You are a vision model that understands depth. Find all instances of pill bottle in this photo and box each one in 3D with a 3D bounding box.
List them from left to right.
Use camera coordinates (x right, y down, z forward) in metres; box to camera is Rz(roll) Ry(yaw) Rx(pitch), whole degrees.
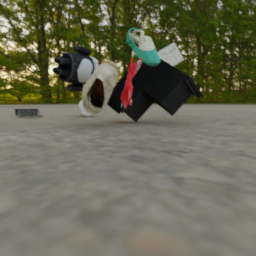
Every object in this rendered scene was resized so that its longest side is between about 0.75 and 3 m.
[{"bbox_3d":[-2.104,-1.055,14.390,0.910,0.910,1.592,-1,6,-10],"label":"pill bottle"}]

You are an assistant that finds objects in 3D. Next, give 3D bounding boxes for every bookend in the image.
[{"bbox_3d":[0.800,-1.104,10.104,2.536,2.520,1.168,43,3,41],"label":"bookend"}]

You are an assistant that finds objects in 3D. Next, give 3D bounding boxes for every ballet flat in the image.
[{"bbox_3d":[0.394,-2.442,8.152,0.597,0.624,1.774,-15,43,-17],"label":"ballet flat"}]

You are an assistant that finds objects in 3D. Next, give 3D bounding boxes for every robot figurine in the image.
[{"bbox_3d":[-1.781,-2.078,9.915,1.719,1.072,1.291,-1,-33,-45],"label":"robot figurine"}]

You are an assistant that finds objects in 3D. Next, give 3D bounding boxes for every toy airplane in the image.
[{"bbox_3d":[0.025,-0.885,5.744,0.227,1.236,1.236,15,7,4],"label":"toy airplane"}]

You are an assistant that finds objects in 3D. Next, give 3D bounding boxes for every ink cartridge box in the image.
[{"bbox_3d":[1.704,-3.220,13.250,1.554,0.897,2.136,-30,9,15],"label":"ink cartridge box"}]

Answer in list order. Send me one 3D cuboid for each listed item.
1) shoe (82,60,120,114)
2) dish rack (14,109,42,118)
[{"bbox_3d":[-1.027,-1.080,8.797,0.934,0.713,2.673,31,-32,-5],"label":"shoe"},{"bbox_3d":[-4.825,-0.712,13.617,1.152,0.410,1.502,-5,8,-31],"label":"dish rack"}]
